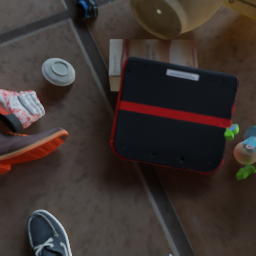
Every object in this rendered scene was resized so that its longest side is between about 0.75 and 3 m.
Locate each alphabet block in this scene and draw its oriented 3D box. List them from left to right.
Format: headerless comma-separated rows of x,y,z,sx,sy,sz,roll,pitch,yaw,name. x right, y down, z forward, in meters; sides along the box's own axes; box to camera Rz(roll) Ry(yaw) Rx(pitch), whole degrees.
3.633,-3.722,6.681,1.773,1.816,1.783,-21,50,-26,alphabet block

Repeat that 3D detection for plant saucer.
-1.750,-1.478,7.159,0.851,0.214,0.851,13,58,-22,plant saucer

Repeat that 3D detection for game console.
1.036,-0.241,6.437,2.676,0.415,2.367,10,92,-2,game console

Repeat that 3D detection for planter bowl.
1.024,-3.202,6.680,2.388,2.388,1.607,32,79,9,planter bowl

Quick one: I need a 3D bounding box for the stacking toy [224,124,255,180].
2.903,0.222,5.949,1.725,0.405,1.300,-32,116,-7,stacking toy

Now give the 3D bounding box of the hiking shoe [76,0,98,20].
-1.248,-3.633,7.860,0.519,0.446,1.198,-20,75,-7,hiking shoe

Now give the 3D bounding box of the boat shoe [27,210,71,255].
-1.595,2.694,5.883,0.789,0.629,2.086,-34,75,-5,boat shoe

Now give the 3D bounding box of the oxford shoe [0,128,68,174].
-2.569,0.382,6.490,2.338,0.832,0.848,-22,72,-6,oxford shoe

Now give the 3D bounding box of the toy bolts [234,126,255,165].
3.333,0.563,5.970,1.429,1.967,2.060,-42,52,-2,toy bolts

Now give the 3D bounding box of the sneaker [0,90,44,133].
-2.882,-0.671,6.957,1.828,0.610,0.980,37,55,24,sneaker

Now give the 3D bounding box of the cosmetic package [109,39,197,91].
0.583,-1.545,6.999,2.085,0.909,1.077,-1,75,0,cosmetic package
